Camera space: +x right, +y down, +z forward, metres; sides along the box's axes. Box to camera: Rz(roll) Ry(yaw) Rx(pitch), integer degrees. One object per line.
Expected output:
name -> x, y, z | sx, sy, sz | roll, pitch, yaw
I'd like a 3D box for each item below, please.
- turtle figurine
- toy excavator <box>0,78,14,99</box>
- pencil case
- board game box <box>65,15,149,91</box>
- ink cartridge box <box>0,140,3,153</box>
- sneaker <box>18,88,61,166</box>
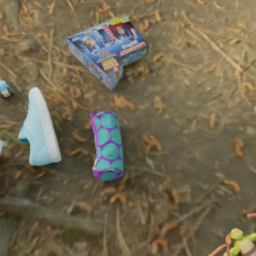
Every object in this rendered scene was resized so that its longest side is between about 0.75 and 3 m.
turtle figurine -> 2.906, 3.115, 6.834 | 1.887, 0.608, 1.522 | -27, 73, -22
toy excavator -> -4.148, -1.395, 9.211 | 0.419, 0.816, 0.839 | -29, 94, -13
pencil case -> -0.630, 0.498, 8.052 | 0.879, 0.810, 1.903 | 7, 59, -25
board game box -> -0.581, -2.543, 9.668 | 2.345, 0.723, 2.343 | -25, 67, -13
ink cartridge box -> -4.426, 1.308, 7.434 | 1.774, 0.623, 2.182 | -7, 55, 7
sneaker -> -2.789, -0.076, 8.281 | 1.043, 0.941, 2.544 | -16, 63, -13
